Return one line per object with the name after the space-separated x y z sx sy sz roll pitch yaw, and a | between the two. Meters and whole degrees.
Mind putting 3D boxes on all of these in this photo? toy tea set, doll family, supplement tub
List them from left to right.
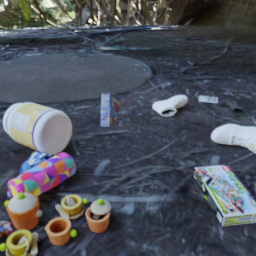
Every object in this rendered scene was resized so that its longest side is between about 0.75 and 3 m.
-3.662 2.759 7.547 0.639 0.464 1.030 22 35 35 | doll family
-3.720 -0.045 11.410 2.453 1.784 1.784 16 31 33 | supplement tub
-1.978 2.318 7.702 2.960 1.096 1.760 -10 29 -19 | toy tea set

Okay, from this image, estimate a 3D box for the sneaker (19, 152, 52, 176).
-3.250 1.426 9.917 0.739 0.664 1.796 5 29 5 | sneaker

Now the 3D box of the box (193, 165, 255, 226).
3.104 2.058 8.950 1.291 0.407 2.346 -4 28 -8 | box

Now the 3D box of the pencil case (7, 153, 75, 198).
-2.787 1.655 9.163 1.003 1.003 2.270 19 33 32 | pencil case

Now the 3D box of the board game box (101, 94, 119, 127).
-0.639 -0.502 9.479 0.324 1.051 1.052 2 -12 17 | board game box

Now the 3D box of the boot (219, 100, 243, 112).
5.562 -1.172 15.176 1.103 0.382 0.961 4 27 2 | boot

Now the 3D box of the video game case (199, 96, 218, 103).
4.704 -1.666 16.432 1.040 0.094 0.745 8 28 15 | video game case

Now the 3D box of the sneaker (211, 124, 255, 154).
4.743 0.481 11.497 2.335 0.860 1.350 -3 25 -8 | sneaker

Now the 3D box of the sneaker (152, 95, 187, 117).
2.419 -1.077 14.727 1.986 0.732 1.148 -17 33 -12 | sneaker
